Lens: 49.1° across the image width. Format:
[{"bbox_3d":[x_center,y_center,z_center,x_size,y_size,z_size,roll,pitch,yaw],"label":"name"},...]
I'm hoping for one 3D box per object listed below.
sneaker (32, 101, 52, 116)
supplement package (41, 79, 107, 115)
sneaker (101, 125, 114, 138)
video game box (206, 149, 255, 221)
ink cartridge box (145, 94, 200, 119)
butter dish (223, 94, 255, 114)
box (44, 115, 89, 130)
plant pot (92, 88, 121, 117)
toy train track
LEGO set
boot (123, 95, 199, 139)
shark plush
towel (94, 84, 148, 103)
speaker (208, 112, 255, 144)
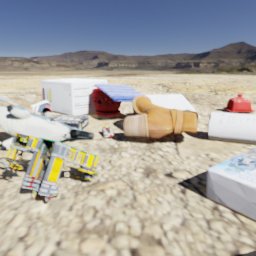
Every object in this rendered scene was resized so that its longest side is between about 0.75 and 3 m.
[{"bbox_3d":[-3.682,-0.567,11.080,1.394,0.589,0.522,-30,-20,-21],"label":"sneaker"},{"bbox_3d":[-2.510,-1.513,13.005,2.548,1.413,1.984,11,18,44],"label":"supplement package"},{"bbox_3d":[-0.665,0.115,8.703,0.306,0.323,0.787,-6,16,-22],"label":"sneaker"},{"bbox_3d":[3.152,0.954,4.351,2.564,0.659,2.815,-11,18,-34],"label":"video game box"},{"bbox_3d":[1.500,-0.653,10.652,1.798,0.531,2.247,-2,29,-9],"label":"ink cartridge box"},{"bbox_3d":[5.014,-1.128,12.636,1.148,0.848,1.145,0,13,-2],"label":"butter dish"},{"bbox_3d":[-2.317,-0.165,9.689,1.643,0.403,1.324,1,16,6],"label":"box"},{"bbox_3d":[-0.890,-1.098,11.905,1.262,1.149,1.262,2,14,-1],"label":"plant pot"},{"bbox_3d":[-4.162,-0.704,9.448,2.589,1.485,0.421,24,35,-42],"label":"toy train track"},{"bbox_3d":[-1.518,0.799,5.214,1.804,1.045,1.387,11,-12,26],"label":"LEGO set"},{"bbox_3d":[1.110,-0.419,8.616,2.061,1.018,2.654,-3,16,13],"label":"boot"},{"bbox_3d":[-2.307,-0.164,7.862,2.755,1.252,1.148,0,21,-15],"label":"shark plush"},{"bbox_3d":[-0.274,-1.349,10.903,1.553,0.256,2.145,-1,21,-27],"label":"towel"},{"bbox_3d":[3.395,0.023,7.983,2.075,0.843,0.843,5,15,23],"label":"speaker"}]
